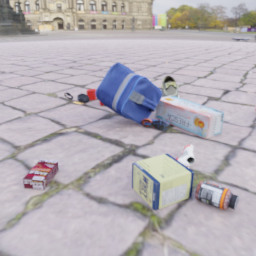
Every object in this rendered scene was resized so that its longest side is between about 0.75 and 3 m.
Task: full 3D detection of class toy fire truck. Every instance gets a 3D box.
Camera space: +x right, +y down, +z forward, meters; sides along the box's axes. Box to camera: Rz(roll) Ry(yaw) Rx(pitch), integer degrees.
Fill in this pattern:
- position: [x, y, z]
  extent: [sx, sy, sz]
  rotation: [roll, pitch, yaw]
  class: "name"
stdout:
- position: [-0.980, -1.558, 14.092]
  extent: [2.163, 0.527, 1.525]
  rotation: [-4, 23, -10]
  class: "toy fire truck"

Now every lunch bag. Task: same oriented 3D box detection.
- position: [0.202, -1.179, 10.851]
  extent: [1.649, 1.693, 2.492]
  rotation: [36, 8, 31]
  class: "lunch bag"

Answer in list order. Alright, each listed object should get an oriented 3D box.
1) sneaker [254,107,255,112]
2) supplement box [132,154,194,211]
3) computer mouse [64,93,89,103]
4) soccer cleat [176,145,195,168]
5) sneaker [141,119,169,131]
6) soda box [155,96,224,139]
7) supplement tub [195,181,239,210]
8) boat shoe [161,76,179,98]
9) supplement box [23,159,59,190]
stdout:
- position: [6.084, -0.706, 12.106]
  extent: [1.192, 0.449, 0.623]
  rotation: [17, 22, 26]
  class: "sneaker"
- position: [0.819, 1.280, 6.884]
  extent: [1.094, 0.735, 1.095]
  rotation: [-12, 25, -27]
  class: "supplement box"
- position: [-2.632, -1.537, 14.168]
  extent: [1.518, 0.445, 0.258]
  rotation: [10, 31, 23]
  class: "computer mouse"
- position: [1.768, 0.861, 8.223]
  extent: [0.522, 0.421, 1.226]
  rotation: [5, 22, 32]
  class: "soccer cleat"
- position: [1.092, -0.170, 10.904]
  extent: [1.114, 0.420, 0.437]
  rotation: [15, 15, 22]
  class: "sneaker"
- position: [2.315, -0.496, 11.032]
  extent: [0.950, 0.883, 2.777]
  rotation: [-15, 27, -33]
  class: "soda box"
- position: [2.057, 1.582, 6.483]
  extent: [0.914, 0.489, 0.489]
  rotation: [15, 26, 31]
  class: "supplement tub"
- position: [2.207, -2.114, 15.002]
  extent: [0.954, 0.798, 2.670]
  rotation: [0, 25, 3]
  class: "boat shoe"
- position: [-2.318, 1.237, 7.543]
  extent: [0.566, 0.317, 1.041]
  rotation: [3, 23, 8]
  class: "supplement box"
